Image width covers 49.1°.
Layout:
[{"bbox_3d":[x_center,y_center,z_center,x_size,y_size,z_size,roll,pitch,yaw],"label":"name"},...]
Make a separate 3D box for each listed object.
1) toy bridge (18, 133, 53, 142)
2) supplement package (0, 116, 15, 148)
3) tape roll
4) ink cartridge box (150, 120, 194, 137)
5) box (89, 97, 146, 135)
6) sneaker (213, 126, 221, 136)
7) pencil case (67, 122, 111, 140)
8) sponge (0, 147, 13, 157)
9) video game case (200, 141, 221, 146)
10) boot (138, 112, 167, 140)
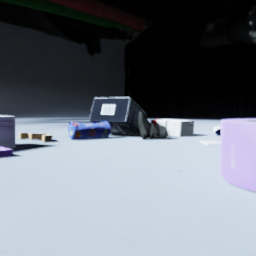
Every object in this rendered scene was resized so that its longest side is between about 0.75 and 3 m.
[{"bbox_3d":[-4.185,0.410,12.977,2.352,0.320,0.791,3,2,42],"label":"toy bridge"},{"bbox_3d":[-5.394,0.163,9.834,1.670,1.189,2.145,3,3,29],"label":"supplement package"},{"bbox_3d":[3.287,0.450,5.462,2.843,1.208,2.843,-1,4,0],"label":"tape roll"},{"bbox_3d":[2.439,-0.019,15.495,2.000,0.838,1.443,3,5,43],"label":"ink cartridge box"},{"bbox_3d":[-0.502,-0.589,15.068,2.222,1.377,2.184,2,-17,29],"label":"box"},{"bbox_3d":[5.361,0.215,14.903,1.608,0.605,0.709,-7,11,22],"label":"sneaker"},{"bbox_3d":[-1.905,0.112,13.519,2.098,0.819,0.911,-1,17,-32],"label":"pencil case"},{"bbox_3d":[-4.313,0.758,8.192,1.555,0.232,0.867,-4,5,-42],"label":"sponge"},{"bbox_3d":[3.458,0.622,11.427,0.759,0.093,1.061,0,4,0],"label":"video game case"},{"bbox_3d":[1.147,-0.095,13.517,1.187,1.588,0.598,-4,-31,-11],"label":"boot"}]
